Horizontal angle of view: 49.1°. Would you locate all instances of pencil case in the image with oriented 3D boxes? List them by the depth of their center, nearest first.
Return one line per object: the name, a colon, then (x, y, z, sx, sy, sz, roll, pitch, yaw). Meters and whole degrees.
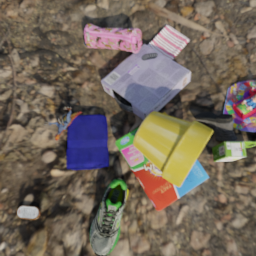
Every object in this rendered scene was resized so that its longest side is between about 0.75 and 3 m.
pencil case: (-0.641, -3.715, 11.626, 2.493, 1.032, 1.079, 14, 51, 22)

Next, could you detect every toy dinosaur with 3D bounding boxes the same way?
toy dinosaur: (-2.308, -0.123, 10.344, 1.407, 0.739, 1.277, 12, 81, -35)

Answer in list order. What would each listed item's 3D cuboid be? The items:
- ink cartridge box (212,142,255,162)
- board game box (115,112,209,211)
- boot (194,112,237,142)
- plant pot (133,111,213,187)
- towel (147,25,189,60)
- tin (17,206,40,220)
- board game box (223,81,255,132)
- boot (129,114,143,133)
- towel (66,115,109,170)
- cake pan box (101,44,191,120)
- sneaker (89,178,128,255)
ink cartridge box: (3.968, 0.865, 10.110, 1.484, 1.097, 0.562, 0, 75, -6)
board game box: (1.206, 1.187, 10.272, 2.213, 0.583, 2.892, -31, 80, -10)
boot: (3.315, 0.004, 10.792, 0.577, 1.653, 1.088, -31, 117, -28)
plant pot: (1.354, 0.502, 9.130, 2.016, 2.142, 2.142, 32, 73, 16)
towel: (1.720, -3.690, 12.359, 1.294, 0.265, 1.769, 38, 75, 12)
tin: (-3.572, 3.033, 10.032, 0.828, 0.173, 0.463, 4, 66, 2)
board game box: (4.771, -1.014, 10.925, 1.895, 0.467, 2.399, 9, 65, 24)
boot: (0.453, -0.563, 11.137, 1.567, 0.550, 1.146, -31, 70, -14)
towel: (-1.556, 0.548, 10.763, 1.574, 0.528, 2.132, -1, 70, -7)
cake pan box: (0.664, -1.839, 11.164, 2.534, 0.720, 2.751, 37, 72, 28)
sneaker: (-0.690, 2.966, 9.535, 1.037, 1.132, 2.658, 12, 71, 4)
